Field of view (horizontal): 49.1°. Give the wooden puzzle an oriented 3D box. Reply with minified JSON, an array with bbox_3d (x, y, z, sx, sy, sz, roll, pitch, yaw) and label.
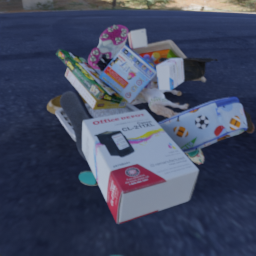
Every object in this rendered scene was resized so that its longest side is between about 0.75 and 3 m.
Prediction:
[{"bbox_3d":[1.699,-2.812,12.633,2.687,0.541,2.904,35,-12,-36],"label":"wooden puzzle"}]

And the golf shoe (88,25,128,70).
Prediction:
[{"bbox_3d":[-0.892,-3.389,12.447,1.066,1.295,2.830,28,64,7],"label":"golf shoe"}]

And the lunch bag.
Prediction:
[{"bbox_3d":[1.724,0.051,7.415,2.646,1.000,2.121,-19,-6,22],"label":"lunch bag"}]

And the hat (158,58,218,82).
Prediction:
[{"bbox_3d":[1.788,-1.770,8.487,1.759,0.710,1.759,0,16,0],"label":"hat"}]

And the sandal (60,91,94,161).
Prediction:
[{"bbox_3d":[-1.111,-0.050,7.422,0.778,2.045,0.438,-25,-5,24],"label":"sandal"}]

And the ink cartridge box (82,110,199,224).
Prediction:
[{"bbox_3d":[0.100,0.628,5.718,1.577,0.896,2.164,-12,39,-22],"label":"ink cartridge box"}]

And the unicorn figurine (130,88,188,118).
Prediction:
[{"bbox_3d":[1.101,-1.017,10.447,1.843,0.991,2.683,8,10,-8],"label":"unicorn figurine"}]

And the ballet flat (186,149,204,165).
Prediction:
[{"bbox_3d":[1.930,0.693,8.359,0.505,0.427,1.336,-37,18,15],"label":"ballet flat"}]

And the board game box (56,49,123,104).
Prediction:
[{"bbox_3d":[-1.327,-1.764,9.582,2.512,0.295,1.316,47,22,25],"label":"board game box"}]

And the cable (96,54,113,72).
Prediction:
[{"bbox_3d":[-0.244,-2.192,10.737,1.942,0.493,1.585,27,25,-8],"label":"cable"}]

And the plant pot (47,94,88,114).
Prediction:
[{"bbox_3d":[-2.420,-1.048,11.726,1.933,0.266,1.933,0,29,0],"label":"plant pot"}]

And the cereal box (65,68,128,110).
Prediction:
[{"bbox_3d":[-1.172,-1.470,10.281,1.507,0.414,2.094,-8,45,-43],"label":"cereal box"}]

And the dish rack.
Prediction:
[{"bbox_3d":[-0.930,-0.226,9.808,2.791,0.608,2.395,-14,30,-25],"label":"dish rack"}]

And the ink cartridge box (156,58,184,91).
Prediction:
[{"bbox_3d":[0.969,-1.228,6.362,0.327,0.559,0.774,8,27,33],"label":"ink cartridge box"}]

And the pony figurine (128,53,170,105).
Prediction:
[{"bbox_3d":[0.781,-2.128,11.901,2.286,2.368,1.972,-6,69,-19],"label":"pony figurine"}]

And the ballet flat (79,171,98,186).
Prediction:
[{"bbox_3d":[-0.726,1.303,7.100,1.087,0.367,0.339,0,-16,22],"label":"ballet flat"}]

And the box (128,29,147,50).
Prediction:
[{"bbox_3d":[0.310,-2.951,9.386,0.480,0.563,0.880,-10,13,-4],"label":"box"}]

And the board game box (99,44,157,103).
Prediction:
[{"bbox_3d":[-0.006,-1.826,9.483,1.420,1.391,0.397,39,20,-11],"label":"board game box"}]

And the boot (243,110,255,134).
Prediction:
[{"bbox_3d":[3.980,-0.350,9.838,0.566,0.436,1.168,23,34,-29],"label":"boot"}]
